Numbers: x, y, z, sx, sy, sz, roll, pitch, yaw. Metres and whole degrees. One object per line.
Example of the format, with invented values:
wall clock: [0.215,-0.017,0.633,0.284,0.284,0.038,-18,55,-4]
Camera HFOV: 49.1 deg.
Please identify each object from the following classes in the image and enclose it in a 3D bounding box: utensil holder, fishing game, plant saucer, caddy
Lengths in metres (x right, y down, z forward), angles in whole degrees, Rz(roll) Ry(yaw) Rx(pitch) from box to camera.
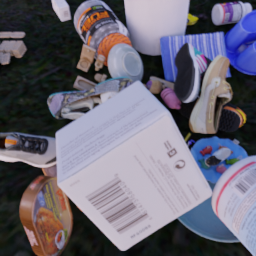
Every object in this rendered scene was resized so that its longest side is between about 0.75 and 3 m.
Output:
utensil holder: [1.044,-4.543,10.324,2.452,2.885,2.452,-3,55,4]
fishing game: [2.404,0.765,7.311,2.255,0.350,1.614,26,51,28]
plant saucer: [0.027,-2.103,9.407,0.388,1.547,1.547,-6,37,48]
plant saucer: [2.111,1.693,6.792,2.432,0.437,2.432,-1,42,1]
caddy: [4.914,-3.118,10.217,2.882,1.513,2.037,-19,75,-13]

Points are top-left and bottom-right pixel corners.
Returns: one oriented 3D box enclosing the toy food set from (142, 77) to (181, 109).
toy food set: [0.690,-0.749,8.599,1.735,0.430,2.729,22,54,18]

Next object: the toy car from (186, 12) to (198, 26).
toy car: [1.864,-5.021,12.395,1.954,0.463,2.076,-8,51,-6]

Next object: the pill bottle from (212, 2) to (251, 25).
pill bottle: [4.477,-4.957,12.092,1.498,0.834,0.834,-11,52,-9]

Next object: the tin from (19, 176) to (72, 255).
tin: [-1.656,1.861,5.840,0.409,1.954,1.094,9,33,22]

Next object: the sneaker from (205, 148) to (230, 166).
sneaker: [2.259,0.755,7.128,0.802,0.290,0.288,-23,86,-23]

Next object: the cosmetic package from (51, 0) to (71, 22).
cosmetic package: [-3.043,-5.433,12.596,0.483,0.664,1.306,-22,54,-17]

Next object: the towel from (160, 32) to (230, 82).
towel: [2.358,-2.523,9.929,2.369,0.282,1.715,-5,81,-4]

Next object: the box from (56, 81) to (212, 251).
box: [0.048,0.706,5.717,2.221,2.210,1.903,-33,29,1]

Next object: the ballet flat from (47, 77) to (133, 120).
ballet flat: [-1.059,-0.802,8.716,2.759,0.992,0.992,-16,53,-10]

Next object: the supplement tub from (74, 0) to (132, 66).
supplement tub: [-0.932,-3.504,10.451,1.563,1.563,2.551,-20,53,-15]

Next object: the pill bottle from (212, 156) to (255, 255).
pill bottle: [2.934,1.885,4.814,1.598,1.598,2.939,-19,34,-15]

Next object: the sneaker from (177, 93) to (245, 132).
sneaker: [2.508,-0.590,8.734,2.307,0.807,1.038,29,27,31]

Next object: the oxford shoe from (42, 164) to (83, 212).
oxford shoe: [-1.492,1.229,7.078,2.115,0.771,0.754,30,57,29]

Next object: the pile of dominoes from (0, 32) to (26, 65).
pile of dominoes: [-5.272,-3.033,10.973,2.429,0.387,1.893,4,54,13]

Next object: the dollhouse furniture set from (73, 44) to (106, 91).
dollhouse furniture set: [-1.197,-1.783,8.924,1.047,0.897,1.101,25,73,-9]

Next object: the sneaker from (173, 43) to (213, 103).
sneaker: [2.225,-1.451,8.561,1.550,1.073,2.567,26,45,-16]

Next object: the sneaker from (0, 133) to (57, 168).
sneaker: [-2.591,0.523,7.174,2.101,0.833,0.776,2,64,8]

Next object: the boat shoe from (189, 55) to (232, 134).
boat shoe: [2.457,-0.896,7.768,0.773,0.862,2.330,16,83,37]
